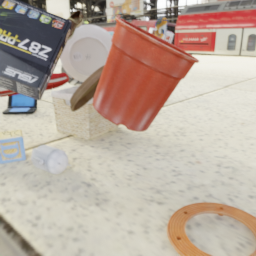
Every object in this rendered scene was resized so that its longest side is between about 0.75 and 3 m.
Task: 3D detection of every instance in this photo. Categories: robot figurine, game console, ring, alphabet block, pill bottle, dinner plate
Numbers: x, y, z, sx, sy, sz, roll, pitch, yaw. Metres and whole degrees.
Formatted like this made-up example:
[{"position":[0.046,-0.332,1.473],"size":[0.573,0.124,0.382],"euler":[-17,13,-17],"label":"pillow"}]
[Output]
[{"position":[-2.150,0.875,7.726],"size":[1.209,0.683,1.026],"euler":[12,9,32],"label":"robot figurine"},{"position":[-5.182,-1.201,13.458],"size":[1.451,0.844,1.276],"euler":[-1,19,-2],"label":"game console"},{"position":[1.705,2.020,5.232],"size":[1.959,0.188,1.959],"euler":[1,19,0],"label":"ring"},{"position":[-3.571,0.552,8.533],"size":[0.768,0.772,0.786],"euler":[-6,20,-21],"label":"alphabet block"},{"position":[-2.077,-2.474,11.643],"size":[1.349,1.349,2.318],"euler":[-7,3,-20],"label":"pill bottle"},{"position":[-1.237,-2.278,8.881],"size":[1.890,1.890,0.229],"euler":[-1,31,-4],"label":"dinner plate"}]

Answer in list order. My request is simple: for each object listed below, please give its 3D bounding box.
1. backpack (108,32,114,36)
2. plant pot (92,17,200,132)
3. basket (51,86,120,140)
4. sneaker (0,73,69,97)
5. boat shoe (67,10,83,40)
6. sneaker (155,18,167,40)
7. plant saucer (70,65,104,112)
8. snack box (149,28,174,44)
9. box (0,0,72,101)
[{"position":[-0.536,-2.524,9.883],"size":[1.849,1.392,1.641],"euler":[4,-7,-26],"label":"backpack"},{"position":[0.227,-1.082,6.236],"size":[1.981,1.927,1.981],"euler":[24,21,-10],"label":"plant pot"},{"position":[-1.571,-0.714,10.883],"size":[1.986,1.612,2.004],"euler":[13,24,33],"label":"basket"},{"position":[-2.813,-1.638,7.780],"size":[2.172,1.255,0.851],"euler":[-13,1,-22],"label":"sneaker"},{"position":[-1.548,-2.733,7.396],"size":[0.398,0.398,1.076],"euler":[23,58,2],"label":"boat shoe"},{"position":[1.025,-2.984,8.666],"size":[0.361,0.423,0.960],"euler":[2,58,21],"label":"sneaker"},{"position":[-0.928,-1.080,7.308],"size":[0.247,1.677,1.677],"euler":[46,26,-1],"label":"plant saucer"},{"position":[0.879,-2.341,10.171],"size":[0.853,2.372,0.288],"euler":[1,32,-24],"label":"snack box"},{"position":[-2.611,-1.827,5.793],"size":[2.374,1.914,0.583],"euler":[20,-26,-8],"label":"box"}]
